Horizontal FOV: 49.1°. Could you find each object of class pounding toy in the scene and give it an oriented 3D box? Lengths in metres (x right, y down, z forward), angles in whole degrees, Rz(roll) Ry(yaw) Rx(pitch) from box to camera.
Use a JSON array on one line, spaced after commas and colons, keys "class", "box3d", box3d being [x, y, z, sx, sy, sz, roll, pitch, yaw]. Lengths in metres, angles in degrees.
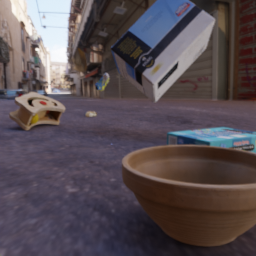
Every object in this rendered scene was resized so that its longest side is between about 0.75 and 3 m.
[{"class": "pounding toy", "box3d": [-3.939, -0.443, 12.279, 1.680, 1.686, 2.939, 28, 19, -1]}]

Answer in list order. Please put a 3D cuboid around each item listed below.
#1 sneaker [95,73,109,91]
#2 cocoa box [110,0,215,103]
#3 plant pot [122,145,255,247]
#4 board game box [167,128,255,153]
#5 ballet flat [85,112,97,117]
[{"class": "sneaker", "box3d": [-1.070, -1.800, 11.223, 0.440, 0.837, 0.317, -23, 59, -43]}, {"class": "cocoa box", "box3d": [1.127, -2.694, 9.469, 1.894, 2.887, 1.925, 42, -5, 13]}, {"class": "plant pot", "box3d": [0.819, 0.753, 3.204, 1.771, 0.818, 1.771, -1, 7, 0]}, {"class": "board game box", "box3d": [2.278, 0.374, 7.160, 2.054, 0.482, 1.551, -4, 9, -28]}, {"class": "ballet flat", "box3d": [-2.135, -0.791, 16.400, 0.309, 0.334, 0.947, 19, 19, 22]}]
